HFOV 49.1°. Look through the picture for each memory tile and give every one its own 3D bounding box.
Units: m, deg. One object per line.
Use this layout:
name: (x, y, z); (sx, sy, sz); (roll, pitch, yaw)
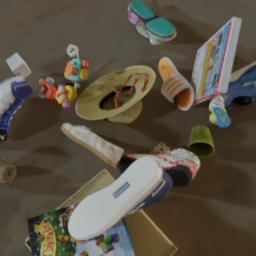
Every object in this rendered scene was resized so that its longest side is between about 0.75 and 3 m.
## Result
memory tile: (0.962, 0.849, 8.452); (0.785, 0.066, 0.601); (-39, 70, -18)

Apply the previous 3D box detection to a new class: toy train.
toy train: (-2.126, -1.529, 8.652); (1.550, 0.574, 2.063); (48, 111, 20)

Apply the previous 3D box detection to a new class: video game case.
video game case: (2.330, -1.703, 8.013); (0.231, 2.645, 1.891); (13, 87, -4)

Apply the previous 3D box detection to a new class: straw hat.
straw hat: (-0.209, -0.720, 8.531); (2.580, 1.092, 2.580); (-17, 39, 14)

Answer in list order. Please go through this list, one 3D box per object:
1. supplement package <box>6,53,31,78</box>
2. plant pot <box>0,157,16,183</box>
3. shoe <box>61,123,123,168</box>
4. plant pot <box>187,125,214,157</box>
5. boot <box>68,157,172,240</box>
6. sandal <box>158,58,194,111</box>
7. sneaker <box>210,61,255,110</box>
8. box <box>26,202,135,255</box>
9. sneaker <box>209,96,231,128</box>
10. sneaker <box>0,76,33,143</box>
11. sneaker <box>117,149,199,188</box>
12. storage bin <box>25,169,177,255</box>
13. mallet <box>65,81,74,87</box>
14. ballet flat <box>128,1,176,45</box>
supplement package: (-3.599, -2.020, 9.207); (0.448, 0.465, 0.818); (-38, 50, -6)
plant pot: (-3.543, 1.203, 7.755); (0.702, 0.810, 0.810); (8, 62, 25)
shoe: (-1.053, 0.370, 8.064); (2.173, 0.760, 0.580); (32, 83, 26)
plant pot: (2.171, 0.352, 8.378); (0.782, 0.782, 0.753); (9, 52, 5)
boot: (-0.087, 1.597, 5.788); (2.259, 1.020, 0.822); (-37, 48, 5)
sandal: (1.322, -1.430, 9.078); (0.652, 0.872, 2.276); (-4, 49, -27)
sneaker: (3.780, -1.324, 9.173); (2.606, 1.023, 1.162); (-28, 83, -12)
box: (-0.782, 3.049, 5.720); (2.031, 0.560, 2.973); (-16, 65, -7)
sneaker: (2.813, -0.436, 8.371); (0.491, 1.298, 0.682); (-41, 59, -7)
sneaker: (-3.899, -0.350, 8.608); (2.499, 1.009, 1.443); (-33, 71, -7)
sneaker: (0.883, 1.048, 8.018); (2.260, 0.755, 1.212); (5, 20, 32)
storage bin: (-0.628, 2.850, 6.810); (2.567, 1.212, 2.585); (-39, 70, -17)
mallet: (-1.882, -1.810, 9.475); (0.356, 0.222, 1.081); (7, 92, 16)
ballet flat: (0.830, -3.650, 10.187); (0.935, 0.962, 2.705); (-25, 54, -17)
